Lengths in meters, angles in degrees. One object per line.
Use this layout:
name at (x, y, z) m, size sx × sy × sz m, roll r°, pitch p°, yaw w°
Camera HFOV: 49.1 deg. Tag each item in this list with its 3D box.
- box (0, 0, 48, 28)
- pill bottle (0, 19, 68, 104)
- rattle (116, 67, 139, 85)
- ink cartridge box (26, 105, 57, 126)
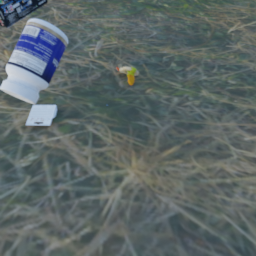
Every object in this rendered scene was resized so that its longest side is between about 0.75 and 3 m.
box at (-3.482, -4.274, 8.710) m, size 0.443 × 1.530 × 1.925 m, roll 23°, pitch 56°, yaw 23°
pill bottle at (-1.866, -1.283, 5.546) m, size 0.865 × 0.865 × 1.495 m, roll 20°, pitch 83°, yaw 22°
rattle at (-0.112, -1.887, 10.218) m, size 0.934 × 0.668 × 0.608 m, roll 9°, pitch 7°, yaw 32°
ink cartridge box at (-2.587, -0.328, 8.395) m, size 0.736 × 0.258 × 0.906 m, roll 0°, pitch 49°, yaw 0°
